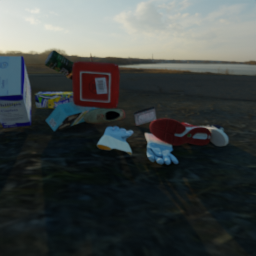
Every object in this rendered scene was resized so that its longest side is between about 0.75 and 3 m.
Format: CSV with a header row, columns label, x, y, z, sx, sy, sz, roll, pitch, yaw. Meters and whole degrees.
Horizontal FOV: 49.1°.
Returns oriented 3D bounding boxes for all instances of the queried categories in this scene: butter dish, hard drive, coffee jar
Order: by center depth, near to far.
label,x,y,z,sx,sy,sz,roll,pitch,yaw
butter dish,-1.213,-1.814,11.199,1.809,1.814,1.341,5,25,2
coffee jar,-2.590,-2.482,11.227,1.330,0.568,0.694,27,-39,-29
hard drive,0.717,-0.492,11.927,0.931,0.650,0.176,-16,41,-7

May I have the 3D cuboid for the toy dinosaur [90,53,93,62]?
label,x,y,z,sx,sy,sz,roll,pitch,yaw
toy dinosaur,-1.373,-2.677,13.118,0.694,1.616,1.095,-33,-3,31

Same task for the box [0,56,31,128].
label,x,y,z,sx,sy,sz,roll,pitch,yaw
box,-4.571,-1.389,11.112,1.125,1.971,2.144,-5,-30,-12

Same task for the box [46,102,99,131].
label,x,y,z,sx,sy,sz,roll,pitch,yaw
box,-2.245,-0.618,11.835,0.998,0.596,2.426,-44,-9,29

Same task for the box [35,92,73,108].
label,x,y,z,sx,sy,sz,roll,pitch,yaw
box,-3.953,-1.612,16.248,2.642,0.849,0.926,2,15,5

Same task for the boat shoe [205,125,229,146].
label,x,y,z,sx,sy,sz,roll,pitch,yaw
boat shoe,3.123,0.186,9.722,0.742,0.597,1.599,-13,17,-17

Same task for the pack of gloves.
label,x,y,z,sx,sy,sz,roll,pitch,yaw
pack of gloves,0.295,0.638,8.621,2.262,0.531,2.693,16,13,-1

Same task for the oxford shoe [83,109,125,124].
label,x,y,z,sx,sy,sz,roll,pitch,yaw
oxford shoe,-0.934,-0.459,10.166,1.567,0.552,0.586,-8,1,12

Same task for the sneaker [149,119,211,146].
label,x,y,z,sx,sy,sz,roll,pitch,yaw
sneaker,1.617,0.150,9.683,2.167,0.849,1.252,14,1,-15
